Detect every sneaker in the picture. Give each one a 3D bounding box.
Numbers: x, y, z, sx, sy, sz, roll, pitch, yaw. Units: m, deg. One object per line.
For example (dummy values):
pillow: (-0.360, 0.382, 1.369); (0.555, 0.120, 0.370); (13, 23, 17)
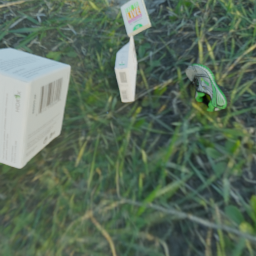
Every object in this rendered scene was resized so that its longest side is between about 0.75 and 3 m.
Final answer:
sneaker: (2.583, -1.419, 9.613); (0.869, 0.796, 2.041); (-22, 58, -15)

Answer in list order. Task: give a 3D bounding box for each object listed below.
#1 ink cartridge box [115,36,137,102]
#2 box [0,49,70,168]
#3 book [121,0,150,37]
ink cartridge box: (-0.043, -2.115, 9.585); (0.487, 1.565, 1.944); (-3, 54, 8)
box: (-3.023, -0.651, 7.403); (2.010, 2.347, 2.335); (18, 23, 5)
book: (0.218, -3.483, 8.773); (0.744, 0.268, 1.114); (-22, 68, 21)
